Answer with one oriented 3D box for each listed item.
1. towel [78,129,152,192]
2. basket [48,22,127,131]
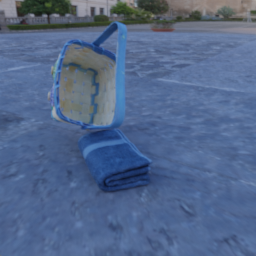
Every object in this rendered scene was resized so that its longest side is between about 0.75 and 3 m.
[{"bbox_3d":[-0.427,0.641,6.845,1.307,0.568,2.341,-9,25,-19],"label":"towel"},{"bbox_3d":[-0.931,-1.069,7.313,1.965,2.491,2.825,11,-15,-37],"label":"basket"}]
